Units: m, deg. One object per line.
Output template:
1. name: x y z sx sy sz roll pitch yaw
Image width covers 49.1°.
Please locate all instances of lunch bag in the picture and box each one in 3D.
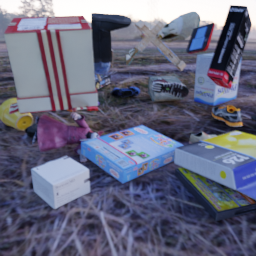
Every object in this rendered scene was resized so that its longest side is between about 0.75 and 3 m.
1. lunch bag: 2.188 -2.227 16.336 1.776 1.273 2.165 -2 27 -7

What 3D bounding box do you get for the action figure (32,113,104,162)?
1. action figure: -2.083 0.347 10.015 2.452 1.642 1.825 5 -6 -15

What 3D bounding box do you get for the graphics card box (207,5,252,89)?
1. graphics card box: 3.071 -2.361 8.412 0.545 2.141 1.343 21 7 30

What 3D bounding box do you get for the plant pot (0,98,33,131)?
1. plant pot: -4.745 -0.480 12.089 1.238 1.238 1.165 -20 45 -41

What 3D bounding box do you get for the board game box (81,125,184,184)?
1. board game box: 0.192 0.731 9.410 2.819 0.516 2.132 -16 31 -39

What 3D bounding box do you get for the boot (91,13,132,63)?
1. boot: -0.800 -3.836 12.317 1.778 2.157 0.708 9 40 4

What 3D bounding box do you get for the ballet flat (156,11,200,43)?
1. ballet flat: 1.965 -4.171 11.968 0.911 0.986 2.923 -6 4 -17

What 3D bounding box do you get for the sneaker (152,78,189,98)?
1. sneaker: 1.907 -1.954 12.874 1.729 0.654 0.999 11 30 -9

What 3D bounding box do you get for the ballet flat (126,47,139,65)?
1. ballet flat: 0.107 -2.822 10.898 0.787 0.284 0.267 -54 31 -8

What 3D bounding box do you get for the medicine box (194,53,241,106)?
1. medicine box: 5.068 -2.837 15.872 2.429 2.666 1.372 -18 26 -38

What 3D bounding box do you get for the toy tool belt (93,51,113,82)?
1. toy tool belt: -1.516 -3.512 13.813 1.536 2.460 1.512 -2 62 4

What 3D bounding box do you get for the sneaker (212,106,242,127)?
1. sneaker: 4.628 -0.701 13.045 0.798 0.788 2.039 -8 21 -16

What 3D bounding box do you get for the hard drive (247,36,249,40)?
1. hard drive: 3.736 -2.865 9.895 0.256 1.951 1.287 22 -14 34

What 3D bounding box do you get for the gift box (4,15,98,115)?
1. gift box: -2.451 -1.879 8.958 2.761 2.794 2.992 -5 32 -7

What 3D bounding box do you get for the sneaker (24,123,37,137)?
1. sneaker: -3.749 0.203 11.300 0.579 0.485 1.277 -28 27 -33

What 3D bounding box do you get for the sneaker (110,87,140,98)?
1. sneaker: -0.205 -2.084 16.908 1.775 0.622 0.691 0 24 17

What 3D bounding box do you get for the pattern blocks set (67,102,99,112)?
1. pattern blocks set: -2.767 -1.293 15.362 2.367 0.192 2.080 -1 21 -1

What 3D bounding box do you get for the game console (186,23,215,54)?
1. game console: 1.925 -2.392 7.529 0.133 0.756 0.855 14 2 -26

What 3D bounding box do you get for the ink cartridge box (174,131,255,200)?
1. ink cartridge box: 3.397 0.891 8.127 2.932 0.697 2.967 -10 15 -31

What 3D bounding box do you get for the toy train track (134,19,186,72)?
1. toy train track: 1.330 -3.270 11.062 1.499 2.614 0.425 -49 12 -7

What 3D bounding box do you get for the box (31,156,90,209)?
1. box: -1.823 1.432 7.604 1.136 0.746 1.142 -19 28 -40

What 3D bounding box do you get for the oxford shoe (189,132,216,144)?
1. oxford shoe: 2.930 0.375 10.722 1.230 0.454 0.435 -9 23 -21

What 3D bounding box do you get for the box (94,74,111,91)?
1. box: -2.945 -3.280 19.805 2.690 0.673 2.710 7 23 18

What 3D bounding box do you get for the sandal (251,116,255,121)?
1. sandal: 6.371 -0.399 12.852 0.543 0.346 1.444 -16 27 -36

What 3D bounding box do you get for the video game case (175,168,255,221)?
1. video game case: 2.676 1.613 7.803 1.979 0.279 2.190 -6 23 -17
